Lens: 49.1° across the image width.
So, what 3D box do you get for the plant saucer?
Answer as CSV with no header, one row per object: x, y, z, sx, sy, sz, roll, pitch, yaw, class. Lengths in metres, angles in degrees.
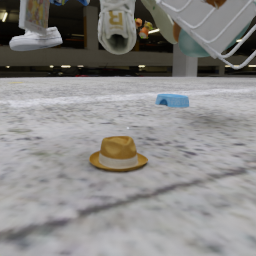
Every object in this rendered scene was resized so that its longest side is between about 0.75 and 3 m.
2.569,-2.715,7.822,2.352,0.453,2.352,-18,-26,-9,plant saucer

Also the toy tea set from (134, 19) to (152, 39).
0.285,-3.304,9.217,1.002,0.371,0.596,25,-17,4,toy tea set

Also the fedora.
-0.164,0.371,4.673,1.045,0.426,1.045,0,13,0,fedora

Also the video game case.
-1.431,-1.924,4.353,0.096,0.842,0.766,9,11,7,video game case

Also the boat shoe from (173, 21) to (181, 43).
2.142,-3.847,8.763,0.855,2.430,0.855,29,26,20,boat shoe

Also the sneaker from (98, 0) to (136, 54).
-0.190,-2.785,5.754,1.064,1.670,2.889,-4,-23,2,sneaker

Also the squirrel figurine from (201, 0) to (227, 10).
1.360,-2.260,4.288,0.610,0.804,0.862,-45,26,-21,squirrel figurine

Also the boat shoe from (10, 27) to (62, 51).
-1.910,-1.864,5.743,0.487,0.433,1.325,-10,14,27,boat shoe

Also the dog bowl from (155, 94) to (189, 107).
1.847,-1.182,11.807,0.952,0.423,1.708,-8,14,-30,dog bowl

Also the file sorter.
2.065,-2.568,6.211,2.193,1.522,1.366,31,21,-29,file sorter

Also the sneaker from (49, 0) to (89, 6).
-2.552,-4.726,9.090,2.999,1.234,1.109,-2,8,-15,sneaker

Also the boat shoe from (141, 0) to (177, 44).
1.246,-3.982,9.548,0.774,2.288,0.822,-30,0,-21,boat shoe
